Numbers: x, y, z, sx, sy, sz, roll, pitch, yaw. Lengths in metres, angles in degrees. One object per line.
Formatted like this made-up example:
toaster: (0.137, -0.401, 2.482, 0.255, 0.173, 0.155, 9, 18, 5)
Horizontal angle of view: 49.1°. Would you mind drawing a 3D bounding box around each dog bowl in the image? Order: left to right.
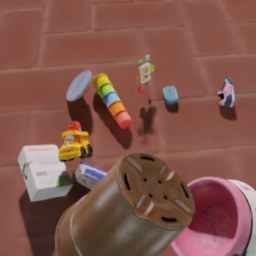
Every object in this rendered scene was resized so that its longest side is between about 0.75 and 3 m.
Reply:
dog bowl: (2.181, 2.511, 7.289, 1.009, 2.736, 2.736, 30, 49, -30)

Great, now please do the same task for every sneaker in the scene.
sneaker: (3.927, -1.507, 11.382, 0.608, 0.520, 1.482, 5, 55, 0)

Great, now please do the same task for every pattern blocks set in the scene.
pattern blocks set: (0.664, -2.133, 11.027, 0.105, 1.297, 1.140, 23, 55, 36)

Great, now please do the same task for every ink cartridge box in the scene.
ink cartridge box: (-2.682, 1.396, 8.991, 1.202, 0.694, 1.646, 1, 46, -41)

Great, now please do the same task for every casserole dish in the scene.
casserole dish: (1.712, -1.362, 11.390, 0.574, 0.184, 0.948, -9, 53, 3)

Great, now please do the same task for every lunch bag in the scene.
lunch bag: (-0.931, 1.612, 8.738, 1.453, 1.165, 0.549, 20, 60, 7)

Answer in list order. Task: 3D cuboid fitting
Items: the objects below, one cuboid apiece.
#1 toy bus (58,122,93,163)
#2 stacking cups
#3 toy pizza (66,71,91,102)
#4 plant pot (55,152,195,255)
toy bus: (-1.741, 0.433, 9.051, 0.884, 1.303, 1.251, -9, 88, 12)
stacking cups: (-0.583, -1.035, 11.015, 0.741, 0.741, 2.449, -25, 64, -16)
toy pizza: (-1.935, -1.652, 11.243, 1.459, 0.231, 1.459, -29, 43, 31)
plant pot: (-0.015, 2.194, 6.861, 2.728, 2.701, 2.728, 24, 33, -17)
